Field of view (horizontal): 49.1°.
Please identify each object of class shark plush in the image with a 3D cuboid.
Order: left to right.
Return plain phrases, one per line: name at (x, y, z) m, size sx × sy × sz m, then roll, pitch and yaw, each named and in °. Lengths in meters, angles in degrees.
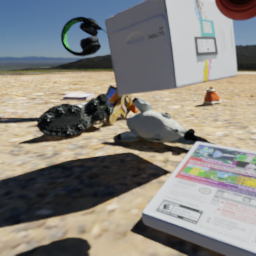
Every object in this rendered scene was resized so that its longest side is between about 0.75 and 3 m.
shark plush at (1.115, -0.027, 8.111) m, size 2.978 × 1.353 × 1.240 m, roll 4°, pitch -16°, yaw 33°

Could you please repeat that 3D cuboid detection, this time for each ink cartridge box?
ink cartridge box at (1.003, -1.767, 6.243) m, size 2.351 × 1.717 × 1.725 m, roll -17°, pitch 11°, yaw -40°

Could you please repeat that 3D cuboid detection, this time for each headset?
headset at (-1.581, -3.774, 11.367) m, size 2.519 × 1.556 × 1.184 m, roll 0°, pitch 1°, yaw 11°

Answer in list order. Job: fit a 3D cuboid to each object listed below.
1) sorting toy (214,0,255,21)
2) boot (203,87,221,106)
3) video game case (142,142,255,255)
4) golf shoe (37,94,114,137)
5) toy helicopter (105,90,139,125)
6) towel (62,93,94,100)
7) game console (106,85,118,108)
sorting toy at (2.235, -2.055, 4.062) m, size 1.837 × 1.104 × 0.754 m, roll 18°, pitch 18°, yaw 26°
boot at (4.382, -1.678, 14.432) m, size 0.633 × 0.904 × 1.686 m, roll 8°, pitch 15°, yaw 32°
video game case at (1.798, 1.038, 4.283) m, size 2.444 × 0.281 × 2.227 m, roll 9°, pitch 32°, yaw 33°
golf shoe at (-1.801, -0.269, 9.278) m, size 2.811 × 1.093 × 1.328 m, roll -20°, pitch -1°, yaw -41°
toy helicopter at (-0.319, -0.824, 10.589) m, size 0.789 × 1.323 × 2.001 m, roll 7°, pitch 36°, yaw 24°
towel at (-2.875, -1.852, 16.343) m, size 1.475 × 0.249 × 1.545 m, roll 2°, pitch 14°, yaw 8°
game console at (-1.249, -1.387, 13.108) m, size 1.064 × 1.545 × 1.793 m, roll 23°, pitch 5°, yaw -25°
